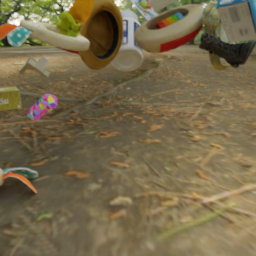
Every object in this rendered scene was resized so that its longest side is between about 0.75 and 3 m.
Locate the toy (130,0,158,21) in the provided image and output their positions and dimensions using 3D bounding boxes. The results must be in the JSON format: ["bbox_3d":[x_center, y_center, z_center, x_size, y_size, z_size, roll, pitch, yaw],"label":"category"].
[{"bbox_3d":[0.750,-4.836,11.118,0.879,1.526,0.360,-25,-13,-41],"label":"toy"}]

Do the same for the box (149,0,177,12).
[{"bbox_3d":[1.229,-3.980,8.206,1.273,0.435,0.523,-23,49,19],"label":"box"}]

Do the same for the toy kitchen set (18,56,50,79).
[{"bbox_3d":[-2.999,-1.947,9.145,0.677,0.750,0.612,-27,39,39],"label":"toy kitchen set"}]

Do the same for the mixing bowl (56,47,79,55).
[{"bbox_3d":[-1.505,-3.662,10.513,1.309,2.417,2.417,33,20,-7],"label":"mixing bowl"}]

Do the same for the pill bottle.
[{"bbox_3d":[-0.066,-3.448,10.910,1.262,1.262,2.272,0,60,1],"label":"pill bottle"}]

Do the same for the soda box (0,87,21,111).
[{"bbox_3d":[-5.754,-1.109,11.501,2.448,0.829,0.783,-12,24,-30],"label":"soda box"}]

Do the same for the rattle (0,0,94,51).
[{"bbox_3d":[-1.659,-2.356,5.868,1.957,1.398,1.274,2,45,-40],"label":"rattle"}]

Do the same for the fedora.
[{"bbox_3d":[-1.062,-2.948,8.703,0.932,2.285,2.285,25,30,28],"label":"fedora"}]

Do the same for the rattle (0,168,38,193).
[{"bbox_3d":[-3.320,0.518,5.876,2.655,1.897,1.729,-3,1,9],"label":"rattle"}]

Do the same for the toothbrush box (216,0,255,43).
[{"bbox_3d":[2.168,-2.480,5.257,0.583,1.367,1.001,3,-23,35],"label":"toothbrush box"}]

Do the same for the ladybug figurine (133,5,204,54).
[{"bbox_3d":[1.424,-3.179,9.140,2.518,0.906,1.710,-24,39,1],"label":"ladybug figurine"}]

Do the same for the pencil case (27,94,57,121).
[{"bbox_3d":[-2.004,-0.459,6.517,0.403,0.403,0.912,-22,-5,-45],"label":"pencil case"}]

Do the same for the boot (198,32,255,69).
[{"bbox_3d":[2.710,-2.308,7.982,1.409,0.560,1.618,30,-6,3],"label":"boot"}]

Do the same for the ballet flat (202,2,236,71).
[{"bbox_3d":[3.090,-2.678,8.983,1.017,2.878,1.017,-14,54,20],"label":"ballet flat"}]
